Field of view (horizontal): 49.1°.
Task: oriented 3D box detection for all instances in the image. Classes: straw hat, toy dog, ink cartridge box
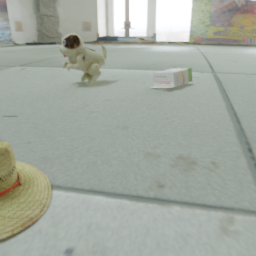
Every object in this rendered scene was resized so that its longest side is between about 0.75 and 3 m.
[{"bbox_3d":[-2.732,0.823,5.408,2.664,1.128,2.664,8,22,-3],"label":"straw hat"},{"bbox_3d":[-2.515,-3.915,15.155,2.485,2.563,1.788,-45,34,4],"label":"toy dog"},{"bbox_3d":[2.300,-2.711,15.151,1.362,0.783,2.326,8,21,41],"label":"ink cartridge box"}]
